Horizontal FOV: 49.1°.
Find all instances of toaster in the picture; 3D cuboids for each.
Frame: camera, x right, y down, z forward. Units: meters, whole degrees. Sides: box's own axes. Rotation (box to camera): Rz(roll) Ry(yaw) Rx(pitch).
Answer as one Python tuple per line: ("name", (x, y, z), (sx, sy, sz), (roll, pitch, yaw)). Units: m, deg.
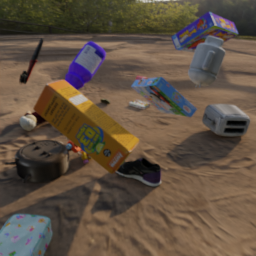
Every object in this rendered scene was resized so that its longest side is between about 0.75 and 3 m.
("toaster", (4.270, -0.308, 12.005), (1.957, 1.112, 1.264), (3, 27, -15))

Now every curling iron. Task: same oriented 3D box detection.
("curling iron", (-3.684, -2.582, 10.854), (0.263, 2.059, 0.510), (23, -16, -7))

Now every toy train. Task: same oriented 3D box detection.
("toy train", (-1.508, 0.588, 10.050), (0.429, 1.159, 1.543), (-26, 8, 28))

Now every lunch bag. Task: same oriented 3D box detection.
("lunch bag", (-2.440, 2.604, 6.350), (1.144, 0.550, 1.426), (0, 24, 7))

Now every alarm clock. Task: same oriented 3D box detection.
("alarm clock", (-2.694, 0.959, 9.651), (2.609, 0.868, 1.760), (-18, 30, -40))

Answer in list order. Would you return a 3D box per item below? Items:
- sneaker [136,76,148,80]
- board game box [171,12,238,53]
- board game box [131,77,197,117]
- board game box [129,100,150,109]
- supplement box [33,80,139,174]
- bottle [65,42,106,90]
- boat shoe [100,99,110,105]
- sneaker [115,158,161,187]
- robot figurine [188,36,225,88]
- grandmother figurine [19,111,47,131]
("sneaker", (0.723, -1.983, 12.080), (0.547, 0.465, 1.261), (32, 4, 24))
("board game box", (2.996, -3.559, 10.799), (1.622, 0.540, 2.412), (-26, -9, 40))
("board game box", (1.160, -1.068, 9.706), (1.641, 0.397, 2.170), (38, -5, -19))
("board game box", (0.624, -1.267, 15.168), (1.003, 0.174, 0.633), (19, 32, 36))
("supplement box", (-1.094, -0.065, 7.456), (2.759, 0.918, 0.949), (38, 23, 2))
("bottle", (-1.938, -2.458, 11.867), (1.062, 0.830, 2.543), (33, 66, -13))
("boat shoe", (-1.229, -1.494, 15.556), (0.755, 0.270, 0.248), (17, 34, 42))
("sneaker", (0.298, 1.227, 9.065), (1.745, 0.764, 0.661), (14, 28, 27))
("robot figurine", (1.802, -1.481, 6.467), (0.665, 1.177, 0.998), (20, 6, 11))
("grandmother figurine", (-4.116, -0.601, 13.073), (1.609, 0.803, 2.653), (-1, 21, 18))
